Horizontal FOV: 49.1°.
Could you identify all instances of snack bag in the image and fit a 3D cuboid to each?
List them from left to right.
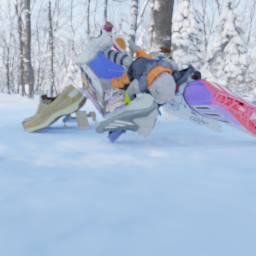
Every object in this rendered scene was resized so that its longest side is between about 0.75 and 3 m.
[{"bbox_3d":[1.726,-0.691,7.671,1.958,0.210,1.846,24,-22,24],"label":"snack bag"}]

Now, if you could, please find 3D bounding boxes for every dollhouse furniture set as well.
[{"bbox_3d":[-1.695,-0.146,9.744,0.880,0.608,0.932,1,-20,-44],"label":"dollhouse furniture set"}]

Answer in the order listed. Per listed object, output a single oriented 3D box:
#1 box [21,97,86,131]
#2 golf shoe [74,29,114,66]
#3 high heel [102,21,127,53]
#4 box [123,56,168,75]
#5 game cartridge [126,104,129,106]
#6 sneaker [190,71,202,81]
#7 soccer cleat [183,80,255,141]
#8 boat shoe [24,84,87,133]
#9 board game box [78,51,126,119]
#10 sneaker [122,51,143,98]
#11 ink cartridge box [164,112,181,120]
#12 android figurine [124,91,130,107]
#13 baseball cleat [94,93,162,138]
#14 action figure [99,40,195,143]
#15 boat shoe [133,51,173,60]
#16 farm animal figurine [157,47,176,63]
[{"bbox_3d":[-2.545,-0.549,9.893,2.287,0.371,1.386,-24,12,-12],"label":"box"},{"bbox_3d":[-0.903,-1.915,6.666,1.095,0.532,0.429,-38,33,-10],"label":"golf shoe"},{"bbox_3d":[-0.452,-2.382,7.905,0.427,1.269,0.609,-17,-27,-34],"label":"high heel"},{"bbox_3d":[0.591,-1.768,8.714,1.418,0.497,0.456,-25,30,-15],"label":"box"},{"bbox_3d":[0.126,-1.166,13.074,0.858,0.158,0.973,-39,15,11],"label":"game cartridge"},{"bbox_3d":[2.568,-1.783,10.815,0.434,1.146,0.662,25,-9,9],"label":"sneaker"},{"bbox_3d":[2.295,-0.352,5.883,2.371,0.809,0.868,28,3,-4],"label":"soccer cleat"},{"bbox_3d":[-2.329,-0.632,8.291,2.280,0.868,0.817,-26,29,20],"label":"boat shoe"},{"bbox_3d":[-0.918,-1.655,10.257,0.993,1.634,2.050,-30,-23,-20],"label":"board game box"},{"bbox_3d":[0.356,-2.225,11.203,0.986,2.486,0.919,-32,-9,18],"label":"sneaker"},{"bbox_3d":[2.515,-0.670,14.743,1.037,0.440,0.755,0,5,-14],"label":"ink cartridge box"},{"bbox_3d":[-0.220,-1.355,12.098,0.264,1.283,1.168,1,-36,-49],"label":"android figurine"},{"bbox_3d":[-0.028,-0.062,6.035,1.640,0.873,0.572,-30,3,36],"label":"baseball cleat"},{"bbox_3d":[0.091,-1.046,6.684,2.572,2.659,1.391,34,-14,50],"label":"action figure"},{"bbox_3d":[1.069,-2.947,11.734,1.863,0.605,0.672,1,28,-30],"label":"boat shoe"},{"bbox_3d":[1.392,-2.251,10.166,0.663,1.271,1.257,3,-11,-2],"label":"farm animal figurine"}]
